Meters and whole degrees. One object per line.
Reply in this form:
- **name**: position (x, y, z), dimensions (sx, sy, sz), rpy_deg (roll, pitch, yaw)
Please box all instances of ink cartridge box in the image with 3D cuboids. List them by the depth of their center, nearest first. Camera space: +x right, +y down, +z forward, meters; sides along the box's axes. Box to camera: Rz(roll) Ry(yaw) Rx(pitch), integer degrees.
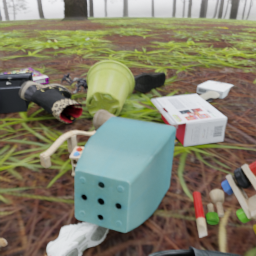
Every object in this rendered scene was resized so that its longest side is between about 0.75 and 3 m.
- **ink cartridge box**: position (2.140, -0.345, 10.641), dimensions (2.079, 0.993, 2.368), rpy_deg (-6, 29, -12)
- **ink cartridge box**: position (4.555, -2.028, 14.635), dimensions (1.366, 0.403, 1.707), rpy_deg (18, 27, 32)

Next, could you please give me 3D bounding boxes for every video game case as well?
- **video game case**: position (-6.061, -2.757, 15.891), dimensions (2.226, 0.440, 2.456), rpy_deg (-21, 34, -35)

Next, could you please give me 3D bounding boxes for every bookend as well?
- **bookend**: position (-5.691, -1.200, 11.904), dimensions (2.977, 1.380, 2.996), rpy_deg (-5, 28, -9)

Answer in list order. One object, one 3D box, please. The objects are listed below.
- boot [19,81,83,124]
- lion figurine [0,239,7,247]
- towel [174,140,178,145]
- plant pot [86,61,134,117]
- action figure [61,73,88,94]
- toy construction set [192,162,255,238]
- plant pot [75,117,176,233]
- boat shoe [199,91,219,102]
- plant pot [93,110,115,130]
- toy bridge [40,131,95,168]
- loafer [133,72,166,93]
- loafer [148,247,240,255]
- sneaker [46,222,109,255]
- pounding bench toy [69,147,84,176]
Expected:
- **boot**: position (-2.839, -1.064, 11.831), dimensions (2.176, 1.057, 2.890), rpy_deg (30, 9, 21)
- **lion figurine**: position (-2.108, 2.867, 5.020), dimensions (2.096, 0.760, 1.284), rpy_deg (0, 32, 30)
- **towel**: position (1.357, 0.427, 10.170), dimensions (0.614, 0.097, 0.855), rpy_deg (-15, 31, -26)
- **plant pot**: position (-0.890, -1.433, 11.937), dimensions (2.177, 2.177, 2.001), rpy_deg (2, 40, 5)
- **action figure**: position (-2.538, -2.174, 13.977), dimensions (1.478, 0.754, 0.878), rpy_deg (21, 28, -5)
- **toy construction set**: position (2.669, 1.989, 5.746), dimensions (2.459, 2.051, 1.889), rpy_deg (-14, 37, 17)
- **plant pot**: position (-0.099, 1.053, 6.608), dimensions (1.857, 1.858, 2.629), rpy_deg (9, 19, 17)
- **boat shoe**: position (3.764, -1.419, 13.219), dimensions (1.222, 0.383, 0.444), rpy_deg (-16, 61, -26)
- **plant pot**: position (-0.782, -0.236, 10.528), dimensions (0.724, 0.834, 0.834), rpy_deg (12, 29, 37)
- **toy bridge**: position (-1.854, 0.509, 9.304), dimensions (0.311, 0.769, 2.288), rpy_deg (24, 36, 39)
- **loafer**: position (0.930, -2.483, 14.973), dimensions (0.954, 0.977, 2.676), rpy_deg (18, 23, 39)
- **loafer**: position (1.304, 2.630, 5.278), dimensions (2.065, 0.725, 0.701), rpy_deg (-2, 28, -3)
- **sneaker**: position (-1.082, 2.289, 6.100), dimensions (0.788, 0.618, 1.586), rpy_deg (20, 32, 39)
- **pounding bench toy**: position (-1.170, 0.996, 8.374), dimensions (0.967, 0.754, 0.601), rpy_deg (4, 28, 7)
